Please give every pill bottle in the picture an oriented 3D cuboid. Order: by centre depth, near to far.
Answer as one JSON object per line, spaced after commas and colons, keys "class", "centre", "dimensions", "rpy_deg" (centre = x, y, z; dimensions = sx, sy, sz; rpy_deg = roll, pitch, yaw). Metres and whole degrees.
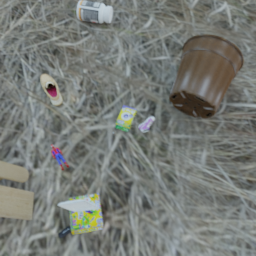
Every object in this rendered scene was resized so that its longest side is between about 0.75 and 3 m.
{"class": "pill bottle", "centre": [-1.683, -5.841, 14.187], "dimensions": [1.670, 0.972, 0.972], "rpy_deg": [12, 63, 5]}

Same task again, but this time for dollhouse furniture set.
{"class": "dollhouse furniture set", "centre": [-5.166, 2.211, 10.320], "dimensions": [2.628, 2.141, 2.499], "rpy_deg": [-21, 58, 29]}

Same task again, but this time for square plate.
{"class": "square plate", "centre": [-1.551, 2.438, 8.803], "dimensions": [0.967, 0.958, 0.138], "rpy_deg": [-12, 59, 19]}

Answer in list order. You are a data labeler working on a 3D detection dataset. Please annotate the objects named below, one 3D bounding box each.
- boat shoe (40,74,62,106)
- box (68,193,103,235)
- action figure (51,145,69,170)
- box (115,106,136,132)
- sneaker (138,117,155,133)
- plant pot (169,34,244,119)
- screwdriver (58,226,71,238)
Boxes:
{"class": "boat shoe", "centre": [-3.399, -1.797, 12.298], "dimensions": [0.651, 0.610, 1.765], "rpy_deg": [-29, 66, -14]}
{"class": "box", "centre": [-1.472, 2.979, 9.702], "dimensions": [1.080, 0.684, 1.122], "rpy_deg": [-6, 59, -10]}
{"class": "action figure", "centre": [-2.742, 1.110, 11.006], "dimensions": [0.377, 0.297, 1.151], "rpy_deg": [-33, 65, -13]}
{"class": "box", "centre": [-0.107, -0.383, 11.777], "dimensions": [0.629, 0.259, 1.071], "rpy_deg": [17, 66, 9]}
{"class": "sneaker", "centre": [0.828, -0.100, 11.304], "dimensions": [0.773, 0.280, 0.440], "rpy_deg": [-40, 41, 1]}
{"class": "plant pot", "centre": [3.010, -1.953, 11.444], "dimensions": [2.595, 2.595, 2.569], "rpy_deg": [23, 72, 11]}
{"class": "screwdriver", "centre": [-1.710, 3.354, 9.886], "dimensions": [1.645, 0.229, 0.239], "rpy_deg": [-28, 37, -16]}
